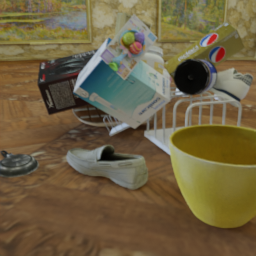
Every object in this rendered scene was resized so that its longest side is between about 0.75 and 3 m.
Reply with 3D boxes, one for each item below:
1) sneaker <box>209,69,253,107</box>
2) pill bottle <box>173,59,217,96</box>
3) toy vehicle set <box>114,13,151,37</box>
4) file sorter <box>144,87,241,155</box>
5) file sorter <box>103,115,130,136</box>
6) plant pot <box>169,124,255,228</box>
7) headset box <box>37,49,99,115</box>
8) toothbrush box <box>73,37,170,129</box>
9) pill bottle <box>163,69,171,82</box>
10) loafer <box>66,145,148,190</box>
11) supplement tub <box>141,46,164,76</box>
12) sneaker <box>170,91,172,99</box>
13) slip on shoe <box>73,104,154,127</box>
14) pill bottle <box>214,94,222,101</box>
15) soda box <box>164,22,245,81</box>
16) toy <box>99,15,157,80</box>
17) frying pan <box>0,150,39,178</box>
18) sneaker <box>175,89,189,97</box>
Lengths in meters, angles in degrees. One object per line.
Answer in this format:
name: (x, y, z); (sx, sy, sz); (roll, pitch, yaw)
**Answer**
sneaker: (2.768, -1.269, 7.956); (0.814, 0.858, 2.131); (25, 15, -18)
pill bottle: (1.732, -1.269, 6.936); (0.836, 0.836, 1.495); (9, 15, 26)
toy vehicle set: (0.107, -2.975, 11.560); (0.394, 2.974, 1.848); (14, 10, 37)
file sorter: (1.618, -0.202, 7.466); (1.620, 1.453, 2.334); (-7, 18, -18)
file sorter: (-0.234, -0.258, 8.508); (0.904, 0.563, 0.627); (-26, 12, 12)
plant pot: (1.571, 0.824, 4.609); (1.831, 1.300, 1.831); (-1, 18, 0)
headset box: (-1.243, -1.551, 8.489); (2.690, 1.039, 2.002); (-16, 32, -5)
toothbrush box: (-0.132, -1.030, 7.056); (1.978, 1.448, 0.844); (30, 44, -23)
pill bottle: (1.346, -2.266, 12.632); (0.902, 0.902, 1.591); (8, 10, 22)
loafer: (-0.491, 0.682, 5.995); (2.045, 0.713, 0.715); (10, 21, 29)
supplement tub: (0.549, -1.835, 9.843); (1.351, 1.859, 1.351); (7, 0, 0)
sneaker: (1.046, -1.527, 12.901); (1.842, 0.679, 1.065); (-11, 24, -26)
slip on shoe: (-0.468, -0.533, 9.532); (2.860, 1.087, 0.866); (-1, -14, 16)
pill bottle: (4.490, -1.523, 13.289); (0.774, 0.423, 0.423); (-7, 19, -22)
soda box: (2.114, -2.038, 7.978); (2.094, 0.670, 0.709); (-33, 35, 16)
toy: (0.066, -1.761, 5.999); (1.300, 0.748, 0.307); (-53, 18, -12)
frying pan: (-2.634, 0.737, 6.681); (0.944, 0.254, 1.560); (-5, 22, -16)
sneaker: (2.759, -1.944, 14.307); (0.388, 0.609, 1.054); (-6, 20, -23)
